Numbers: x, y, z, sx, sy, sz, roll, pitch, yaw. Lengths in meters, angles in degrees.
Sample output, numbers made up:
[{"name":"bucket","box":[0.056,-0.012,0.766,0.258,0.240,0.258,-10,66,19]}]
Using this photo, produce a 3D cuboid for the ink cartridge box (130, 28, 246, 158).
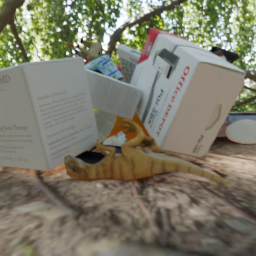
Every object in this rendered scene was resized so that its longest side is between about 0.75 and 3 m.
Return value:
[{"name":"ink cartridge box","box":[1.053,-0.916,6.395,1.122,1.987,2.707,10,26,-22]}]

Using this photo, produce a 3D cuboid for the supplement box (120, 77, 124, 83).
[{"name":"supplement box","box":[-1.195,-0.869,11.196,2.262,2.259,1.518,4,6,36]}]

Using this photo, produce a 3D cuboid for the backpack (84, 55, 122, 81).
[{"name":"backpack","box":[-0.830,-1.358,7.662,1.283,1.209,1.572,-27,-1,36]}]

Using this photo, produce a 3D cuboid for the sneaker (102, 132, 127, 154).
[{"name":"sneaker","box":[-0.289,0.444,6.652,0.601,0.557,1.483,-14,4,-6]}]

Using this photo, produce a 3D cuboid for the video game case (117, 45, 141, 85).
[{"name":"video game case","box":[0.670,-1.250,9.384,0.313,2.640,2.403,-36,48,-22]}]

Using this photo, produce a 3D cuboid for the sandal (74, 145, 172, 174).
[{"name":"sandal","box":[-0.107,0.538,5.456,2.056,0.440,0.782,2,5,21]}]

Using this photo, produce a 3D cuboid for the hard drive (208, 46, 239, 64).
[{"name":"hard drive","box":[3.054,-2.325,9.702,1.419,0.233,0.990,0,-26,-40]}]

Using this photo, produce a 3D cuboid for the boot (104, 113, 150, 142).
[{"name":"boot","box":[-0.837,0.106,8.382,2.952,1.039,2.113,0,10,36]}]

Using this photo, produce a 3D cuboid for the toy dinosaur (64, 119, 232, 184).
[{"name":"toy dinosaur","box":[0.256,0.554,4.609,2.511,0.759,1.334,-3,45,11]}]

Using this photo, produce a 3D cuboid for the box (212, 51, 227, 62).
[{"name":"box","box":[2.161,-1.034,8.462,1.257,0.940,2.510,-17,-28,-2]}]

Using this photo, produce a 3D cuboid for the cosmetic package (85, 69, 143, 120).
[{"name":"cosmetic package","box":[-0.514,-0.788,6.461,1.498,0.760,0.534,18,11,-19]}]

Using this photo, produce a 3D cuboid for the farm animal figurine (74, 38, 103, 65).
[{"name":"farm animal figurine","box":[-1.443,-1.568,9.225,1.296,2.485,2.457,22,18,-11]}]

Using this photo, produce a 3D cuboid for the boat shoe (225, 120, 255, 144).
[{"name":"boat shoe","box":[4.147,0.136,8.926,2.210,0.796,0.757,-11,-23,-5]}]

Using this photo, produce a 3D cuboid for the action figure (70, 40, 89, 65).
[{"name":"action figure","box":[-1.476,-2.559,9.797,0.372,1.140,0.564,-24,19,35]}]

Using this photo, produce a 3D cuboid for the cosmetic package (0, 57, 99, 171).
[{"name":"cosmetic package","box":[-1.710,-0.317,5.453,1.509,1.803,1.500,-2,16,33]}]

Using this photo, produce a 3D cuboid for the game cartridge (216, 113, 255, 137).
[{"name":"game cartridge","box":[3.527,-0.087,9.718,2.288,0.439,1.483,-2,-25,-26]}]

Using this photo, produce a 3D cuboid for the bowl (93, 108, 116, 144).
[{"name":"bowl","box":[-0.943,-0.210,7.547,0.661,1.228,1.228,28,17,25]}]

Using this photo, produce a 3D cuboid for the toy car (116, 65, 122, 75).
[{"name":"toy car","box":[-0.792,-2.170,10.318,1.761,0.393,1.657,0,8,0]}]
